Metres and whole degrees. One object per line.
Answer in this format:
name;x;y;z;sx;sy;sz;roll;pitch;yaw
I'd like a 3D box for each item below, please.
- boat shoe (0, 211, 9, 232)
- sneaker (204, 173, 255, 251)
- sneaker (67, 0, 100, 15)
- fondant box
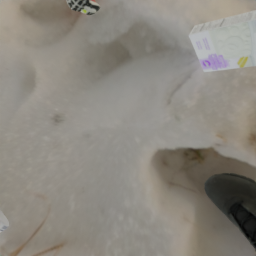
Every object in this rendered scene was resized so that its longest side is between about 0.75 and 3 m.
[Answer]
boat shoe;-3.697;1.832;6.710;0.624;0.683;1.898;-42;89;-13
sneaker;2.869;2.057;6.194;2.716;1.233;1.031;37;119;12
sneaker;-1.324;-3.505;7.606;0.533;1.384;0.588;-35;82;18
fondant box;2.509;-2.059;6.875;1.665;1.201;0.485;2;49;42
